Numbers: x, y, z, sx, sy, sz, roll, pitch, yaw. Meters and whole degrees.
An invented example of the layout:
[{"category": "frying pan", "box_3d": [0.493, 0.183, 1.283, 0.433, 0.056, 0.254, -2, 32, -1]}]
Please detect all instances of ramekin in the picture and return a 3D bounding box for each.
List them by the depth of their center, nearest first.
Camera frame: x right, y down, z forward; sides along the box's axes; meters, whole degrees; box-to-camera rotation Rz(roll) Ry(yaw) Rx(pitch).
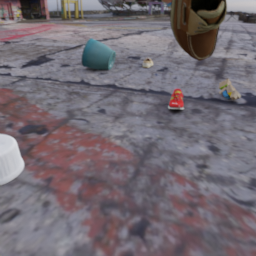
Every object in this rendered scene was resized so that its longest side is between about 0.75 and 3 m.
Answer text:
[{"category": "ramekin", "box_3d": [-3.096, 0.686, 6.239, 1.383, 0.674, 1.383, 0, 25, 0]}]

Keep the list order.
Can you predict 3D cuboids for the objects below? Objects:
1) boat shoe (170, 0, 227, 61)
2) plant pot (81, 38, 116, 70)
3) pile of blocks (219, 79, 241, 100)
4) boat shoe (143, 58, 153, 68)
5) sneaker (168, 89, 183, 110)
[{"category": "boat shoe", "box_3d": [0.854, -1.427, 3.355, 0.614, 1.622, 0.599, -27, 51, 1]}, {"category": "plant pot", "box_3d": [-1.504, -3.830, 15.063, 1.457, 1.551, 1.551, 20, 29, 8]}, {"category": "pile of blocks", "box_3d": [3.997, -1.374, 11.055, 0.449, 0.593, 1.445, 38, 27, -22]}, {"category": "boat shoe", "box_3d": [1.142, -3.757, 15.961, 0.476, 0.447, 1.292, 6, 26, 14]}, {"category": "sneaker", "box_3d": [1.713, -1.041, 9.998, 0.542, 0.598, 1.408, 3, 25, 6]}]
